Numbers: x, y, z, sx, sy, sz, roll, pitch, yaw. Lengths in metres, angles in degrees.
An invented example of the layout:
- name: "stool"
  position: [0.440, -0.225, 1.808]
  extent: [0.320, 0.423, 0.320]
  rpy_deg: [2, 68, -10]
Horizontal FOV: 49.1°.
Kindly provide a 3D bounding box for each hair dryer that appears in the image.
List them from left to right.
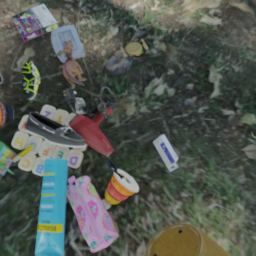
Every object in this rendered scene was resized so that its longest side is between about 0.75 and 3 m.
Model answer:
- name: "hair dryer"
  position: [-1.085, -0.308, 9.949]
  extent: [2.106, 0.751, 2.765]
  rpy_deg: [-5, 72, -26]

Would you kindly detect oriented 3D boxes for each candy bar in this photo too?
- name: "candy bar"
  position: [-3.616, 0.896, 9.576]
  extent: [0.946, 0.236, 0.105]
  rpy_deg: [-35, 54, 9]

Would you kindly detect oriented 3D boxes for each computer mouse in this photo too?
- name: "computer mouse"
  position: [-0.393, 1.200, 7.929]
  extent: [0.173, 0.753, 0.529]
  rpy_deg: [-43, 46, -16]

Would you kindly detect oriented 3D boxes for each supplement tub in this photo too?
- name: "supplement tub"
  position: [-4.704, -0.430, 9.258]
  extent: [1.656, 0.886, 0.886]
  rpy_deg: [-6, 60, -40]

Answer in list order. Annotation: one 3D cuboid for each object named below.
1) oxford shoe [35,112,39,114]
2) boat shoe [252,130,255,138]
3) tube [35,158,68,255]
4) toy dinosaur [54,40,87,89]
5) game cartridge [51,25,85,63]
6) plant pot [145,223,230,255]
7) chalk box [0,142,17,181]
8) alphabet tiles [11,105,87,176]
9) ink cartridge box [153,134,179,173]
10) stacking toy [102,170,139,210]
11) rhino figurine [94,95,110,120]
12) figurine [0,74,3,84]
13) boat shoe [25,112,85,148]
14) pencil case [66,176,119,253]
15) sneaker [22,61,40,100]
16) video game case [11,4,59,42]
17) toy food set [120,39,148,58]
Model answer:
- name: "oxford shoe"
  position: [-3.534, -0.123, 10.340]
  extent: [0.385, 0.369, 1.042]
  rpy_deg: [27, 68, 10]
- name: "boat shoe"
  position: [5.153, 0.217, 10.184]
  extent: [1.210, 0.379, 0.443]
  rpy_deg: [7, 66, 5]
- name: "tube"
  position: [-2.263, 2.349, 8.413]
  extent: [1.087, 0.707, 2.807]
  rpy_deg: [-11, 71, 34]
- name: "toy dinosaur"
  position: [-2.239, -2.314, 10.636]
  extent: [0.821, 1.297, 1.914]
  rpy_deg: [-22, 52, 1]
- name: "game cartridge"
  position: [-2.629, -3.594, 11.964]
  extent: [1.175, 0.357, 1.763]
  rpy_deg: [-17, 66, -11]
- name: "plant pot"
  position: [1.667, 3.773, 6.559]
  extent: [2.742, 2.742, 2.942]
  rpy_deg: [-33, 110, -14]
- name: "chalk box"
  position: [-4.681, 1.000, 9.352]
  extent: [1.957, 1.218, 1.212]
  rpy_deg: [21, 67, 9]
- name: "alphabet tiles"
  position: [-2.743, 0.472, 9.923]
  extent: [2.538, 0.185, 2.482]
  rpy_deg: [18, 74, 2]
- name: "ink cartridge box"
  position: [1.308, 0.863, 9.415]
  extent: [0.224, 0.573, 1.210]
  rpy_deg: [-19, 74, -31]
- name: "stacking toy"
  position: [-0.415, 2.123, 9.020]
  extent: [1.003, 1.003, 1.373]
  rpy_deg: [42, 99, 17]
- name: "rhino figurine"
  position: [-0.895, -0.655, 9.818]
  extent: [0.325, 0.475, 1.086]
  rpy_deg: [-22, 48, -6]
- name: "figurine"
  position: [-5.777, -1.837, 10.820]
  extent: [1.249, 0.551, 1.280]
  rpy_deg: [21, 47, 25]
- name: "boat shoe"
  position: [-2.422, 0.049, 9.119]
  extent: [2.427, 0.811, 0.692]
  rpy_deg: [15, 103, 25]
- name: "pencil case"
  position: [-1.197, 2.607, 8.725]
  extent: [1.010, 1.010, 2.310]
  rpy_deg: [-26, 67, -11]
- name: "sneaker"
  position: [-3.660, -1.785, 10.816]
  extent: [0.656, 0.665, 1.740]
  rpy_deg: [-20, 58, 17]
- name: "video game case"
  position: [-4.095, -4.639, 12.275]
  extent: [1.597, 0.315, 1.762]
  rpy_deg: [-28, 57, -13]
- name: "toy food set"
  position: [0.247, -3.336, 11.931]
  extent: [1.091, 0.219, 0.753]
  rpy_deg: [-20, 60, -3]
